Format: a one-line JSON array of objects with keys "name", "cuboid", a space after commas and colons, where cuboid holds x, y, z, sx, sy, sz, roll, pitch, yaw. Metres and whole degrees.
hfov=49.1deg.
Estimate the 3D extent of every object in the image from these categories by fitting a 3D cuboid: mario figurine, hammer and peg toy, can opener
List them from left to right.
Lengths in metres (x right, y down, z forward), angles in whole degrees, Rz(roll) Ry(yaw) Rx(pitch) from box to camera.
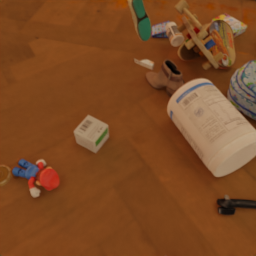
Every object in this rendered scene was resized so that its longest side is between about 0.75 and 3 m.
[{"name": "mario figurine", "cuboid": [-2.951, 1.621, 9.120, 1.701, 0.902, 1.050, 16, 91, 24]}, {"name": "hammer and peg toy", "cuboid": [2.614, -3.563, 10.939, 0.918, 2.603, 1.915, -35, 41, 24]}, {"name": "can opener", "cuboid": [3.421, 2.358, 8.661, 1.394, 0.548, 0.442, -2, 15, -5]}]

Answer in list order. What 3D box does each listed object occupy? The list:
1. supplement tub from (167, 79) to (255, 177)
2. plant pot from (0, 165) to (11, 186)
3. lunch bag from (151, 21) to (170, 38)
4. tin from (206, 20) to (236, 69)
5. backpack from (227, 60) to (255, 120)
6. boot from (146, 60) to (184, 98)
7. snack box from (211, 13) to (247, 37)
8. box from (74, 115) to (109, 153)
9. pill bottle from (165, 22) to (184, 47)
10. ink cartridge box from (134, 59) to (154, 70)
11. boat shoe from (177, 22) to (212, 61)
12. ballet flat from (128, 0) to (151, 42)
[{"name": "supplement tub", "cuboid": [2.781, -0.061, 9.354, 1.916, 1.916, 2.904, -22, 58, -15]}, {"name": "plant pot", "cuboid": [-4.299, 1.579, 9.345, 0.792, 0.109, 0.792, 0, 54, 1]}, {"name": "lunch bag", "cuboid": [1.566, -4.790, 13.773, 1.003, 0.472, 0.755, -4, 56, 9]}, {"name": "tin", "cuboid": [4.091, -3.667, 12.365, 1.223, 0.457, 2.184, -3, 82, -12]}, {"name": "backpack", "cuboid": [5.131, -1.274, 10.444, 2.731, 2.099, 2.228, 28, 70, 35]}, {"name": "boot", "cuboid": [1.452, -2.107, 11.168, 0.696, 1.449, 1.982, -36, 62, -22]}, {"name": "snack box", "cuboid": [5.016, -5.119, 14.001, 1.009, 0.376, 1.419, -32, 60, -21]}, {"name": "box", "cuboid": [-1.281, 0.225, 9.910, 0.889, 0.762, 0.885, 27, 59, 16]}, {"name": "pill bottle", "cuboid": [2.046, -4.183, 12.473, 0.612, 0.612, 1.051, -10, 58, -7]}, {"name": "ink cartridge box", "cuboid": [0.638, -2.599, 11.140, 0.792, 0.642, 0.198, 27, 91, 5]}, {"name": "boat shoe", "cuboid": [3.227, -3.982, 12.947, 2.831, 1.009, 0.913, -37, 27, -19]}, {"name": "ballet flat", "cuboid": [0.464, -4.481, 11.303, 0.682, 2.021, 0.630, -30, 48, -9]}]
